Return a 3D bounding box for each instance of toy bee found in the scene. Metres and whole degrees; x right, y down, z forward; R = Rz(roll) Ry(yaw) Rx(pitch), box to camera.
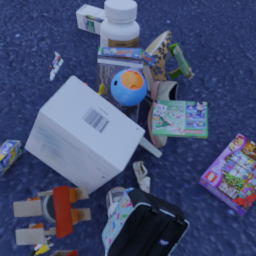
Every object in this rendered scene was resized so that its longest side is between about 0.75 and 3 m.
[{"bbox_3d":[-1.386,-0.927,9.582,2.243,1.219,1.468,8,69,-15],"label":"toy bee"}]

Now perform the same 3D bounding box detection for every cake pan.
[{"bbox_3d":[-2.062,2.353,8.427,1.061,0.195,1.061,17,60,-32],"label":"cake pan"}]

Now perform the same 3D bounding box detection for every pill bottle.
[{"bbox_3d":[-0.360,-3.776,11.735,1.607,2.810,1.607,3,43,-2],"label":"pill bottle"},{"bbox_3d":[-0.237,2.352,8.230,0.756,0.756,1.299,-8,16,-6],"label":"pill bottle"}]

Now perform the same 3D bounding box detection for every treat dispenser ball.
[{"bbox_3d":[0.025,-1.302,9.107,1.165,1.165,1.165,0,53,0],"label":"treat dispenser ball"}]

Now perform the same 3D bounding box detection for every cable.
[{"bbox_3d":[-2.465,3.201,7.143,1.295,0.326,0.629,-39,37,-10],"label":"cable"}]

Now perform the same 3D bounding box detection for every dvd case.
[{"bbox_3d":[-0.376,-1.348,10.131,1.692,2.276,0.182,11,18,15],"label":"dvd case"}]

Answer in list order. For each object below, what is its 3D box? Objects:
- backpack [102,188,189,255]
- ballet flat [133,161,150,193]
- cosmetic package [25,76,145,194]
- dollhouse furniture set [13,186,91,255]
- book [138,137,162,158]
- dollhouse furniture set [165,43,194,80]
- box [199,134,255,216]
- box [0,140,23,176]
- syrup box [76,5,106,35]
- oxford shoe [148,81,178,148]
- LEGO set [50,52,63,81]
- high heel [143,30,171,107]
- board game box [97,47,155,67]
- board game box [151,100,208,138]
[{"bbox_3d":[0.295,2.577,6.891,1.724,1.462,1.942,27,94,-18],"label":"backpack"},{"bbox_3d":[0.487,1.628,9.298,0.393,0.464,1.228,-35,57,20],"label":"ballet flat"},{"bbox_3d":[-1.390,0.376,8.337,2.572,2.580,1.586,37,54,-6],"label":"cosmetic package"},{"bbox_3d":[-1.608,2.537,7.051,1.097,2.129,2.106,-10,83,21],"label":"dollhouse furniture set"},{"bbox_3d":[0.596,0.544,9.470,0.918,1.374,0.330,39,88,-8],"label":"book"},{"bbox_3d":[1.850,-2.492,11.051,0.914,1.193,1.822,-29,21,17],"label":"dollhouse furniture set"},{"bbox_3d":[3.781,1.486,9.425,1.675,0.478,2.447,37,61,24],"label":"box"},{"bbox_3d":[-4.191,1.019,9.388,0.541,0.496,1.543,3,29,12],"label":"box"},{"bbox_3d":[-1.422,-5.397,14.292,2.315,0.911,0.943,22,56,16],"label":"syrup box"},{"bbox_3d":[1.305,-0.504,10.028,0.911,0.873,2.468,0,86,39],"label":"oxford shoe"},{"bbox_3d":[-2.353,-1.966,8.854,0.230,0.701,0.939,27,16,-29],"label":"LEGO set"},{"bbox_3d":[1.419,-2.200,11.168,2.088,1.046,2.928,36,80,-23],"label":"high heel"},{"bbox_3d":[-0.062,-2.598,10.225,1.763,1.193,0.304,12,92,31],"label":"board game box"},{"bbox_3d":[1.516,-0.265,8.249,1.589,0.231,1.070,3,74,7],"label":"board game box"}]
